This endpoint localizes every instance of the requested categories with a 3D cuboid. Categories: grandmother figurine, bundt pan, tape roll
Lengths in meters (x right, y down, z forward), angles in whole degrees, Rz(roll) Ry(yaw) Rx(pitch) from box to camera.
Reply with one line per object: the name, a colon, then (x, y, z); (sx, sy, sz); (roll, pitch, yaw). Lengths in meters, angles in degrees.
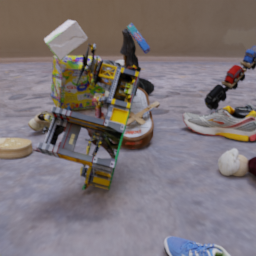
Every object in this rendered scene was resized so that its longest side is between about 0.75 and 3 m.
grandmother figurine: (3.077, 0.870, 5.832); (2.314, 0.701, 1.403); (5, -3, 24)
bundt pan: (-0.296, -1.381, 7.513); (1.385, 0.520, 1.385); (23, 26, -12)
tape roll: (-0.584, -2.106, 12.492); (0.366, 2.004, 2.004); (31, -6, -40)

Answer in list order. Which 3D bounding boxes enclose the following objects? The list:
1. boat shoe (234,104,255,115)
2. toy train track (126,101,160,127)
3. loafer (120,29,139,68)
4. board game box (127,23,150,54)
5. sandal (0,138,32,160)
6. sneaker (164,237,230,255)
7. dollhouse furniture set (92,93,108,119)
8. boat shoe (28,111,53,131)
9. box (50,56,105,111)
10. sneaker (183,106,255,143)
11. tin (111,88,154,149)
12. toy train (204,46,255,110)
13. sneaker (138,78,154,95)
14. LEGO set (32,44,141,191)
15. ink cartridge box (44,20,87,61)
boat shoe: (4.746, -0.718, 11.021); (1.302, 0.445, 0.481); (-4, 18, -11)
toy train track: (0.393, -0.359, 7.782); (1.258, 0.205, 0.722); (-34, 53, -26)
loafer: (-0.025, -2.405, 8.721); (0.481, 1.330, 0.484); (-21, 39, -5)
board game box: (0.283, -2.343, 7.399); (0.172, 0.764, 0.581); (-36, 1, 8)
sandal: (-4.081, 0.175, 7.280); (3.103, 1.021, 1.138); (0, 18, 1)
sneaker: (0.988, 1.654, 3.603); (1.180, 0.455, 0.447); (13, 24, 39)
dollhouse furniture set: (-0.835, -0.633, 9.941); (0.759, 1.004, 1.866); (-1, 14, -3)
boat shoe: (-2.721, -0.298, 9.163); (0.512, 0.461, 1.418); (45, 17, -1)
box: (-2.021, -1.851, 11.567); (1.980, 1.907, 1.208); (-8, 41, -30)
sneaker: (2.872, -0.270, 8.771); (2.354, 0.967, 0.916); (9, 20, 29)
tin: (0.030, -0.406, 8.270); (1.311, 0.490, 2.341); (-5, 47, -2)
toy train: (2.271, -1.116, 5.973); (1.773, 0.406, 0.302); (-46, 40, -2)
sneaker: (0.112, -2.208, 14.983); (2.571, 0.976, 1.167); (3, 11, 2)
LEGO set: (-0.765, -0.135, 5.272); (1.466, 2.530, 1.946); (15, -13, 0)
ink cartridge box: (-2.227, -3.086, 9.699); (1.200, 0.690, 2.049); (-39, 28, -2)
